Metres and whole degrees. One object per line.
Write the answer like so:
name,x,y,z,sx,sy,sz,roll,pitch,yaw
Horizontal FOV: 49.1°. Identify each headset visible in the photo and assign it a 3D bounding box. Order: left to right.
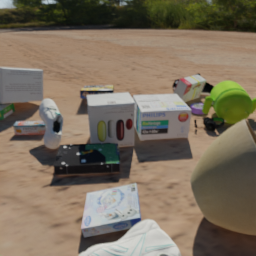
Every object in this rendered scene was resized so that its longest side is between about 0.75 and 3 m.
headset,3.255,-0.224,11.266,1.187,0.558,0.733,-14,24,4

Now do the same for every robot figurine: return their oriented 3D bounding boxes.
robot figurine,4.411,-1.130,12.125,2.269,1.496,2.586,3,25,4

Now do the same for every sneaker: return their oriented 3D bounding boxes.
sneaker,-2.662,-0.350,10.095,0.799,0.940,2.125,5,52,-34
sneaker,-0.107,2.535,4.915,2.598,0.914,1.041,-18,33,-36

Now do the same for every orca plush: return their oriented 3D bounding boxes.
orca plush,3.807,-2.412,15.384,1.569,1.060,2.981,-18,31,-34

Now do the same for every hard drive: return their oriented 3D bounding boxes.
hard drive,-1.258,0.961,8.901,1.986,0.376,1.387,-3,25,-5

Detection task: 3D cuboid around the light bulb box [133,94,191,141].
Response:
light bulb box,1.233,-0.474,11.027,1.917,1.207,1.934,-3,26,-7

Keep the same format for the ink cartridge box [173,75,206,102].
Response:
ink cartridge box,3.127,-1.997,14.298,1.537,1.115,0.641,-20,50,-35

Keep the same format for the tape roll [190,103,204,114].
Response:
tape roll,3.305,-0.901,13.091,0.791,0.259,0.791,-1,26,0

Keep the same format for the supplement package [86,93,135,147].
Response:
supplement package,-0.630,-0.277,10.091,1.579,1.652,1.215,-5,25,-9

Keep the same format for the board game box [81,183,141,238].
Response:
board game box,-0.380,1.912,6.652,1.312,0.286,1.318,-11,22,3

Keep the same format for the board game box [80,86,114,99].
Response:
board game box,-1.554,-1.882,14.514,1.609,0.411,2.375,0,14,-2

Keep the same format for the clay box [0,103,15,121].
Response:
clay box,-6.373,-0.818,12.629,2.048,0.487,1.177,4,25,8

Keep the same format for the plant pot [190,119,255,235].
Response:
plant pot,2.431,1.305,6.310,1.695,2.524,2.524,-29,15,23

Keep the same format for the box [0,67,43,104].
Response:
box,-5.715,-2.076,13.316,2.386,1.560,2.374,9,12,29

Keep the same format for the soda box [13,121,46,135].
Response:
soda box,-3.799,0.002,10.947,1.229,0.420,0.391,-1,25,-2
